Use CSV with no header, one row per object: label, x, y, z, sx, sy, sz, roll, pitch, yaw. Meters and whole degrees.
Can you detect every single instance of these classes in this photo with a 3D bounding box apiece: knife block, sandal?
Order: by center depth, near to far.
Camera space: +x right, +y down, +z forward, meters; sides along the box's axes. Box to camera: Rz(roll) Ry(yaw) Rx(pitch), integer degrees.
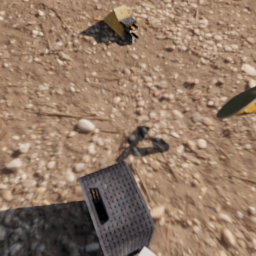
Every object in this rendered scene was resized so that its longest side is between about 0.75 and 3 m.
sandal,3.903,-0.827,8.297,2.594,0.853,0.951,-41,19,2
knife block,-0.251,-4.705,13.178,0.631,1.732,1.973,-29,16,-20

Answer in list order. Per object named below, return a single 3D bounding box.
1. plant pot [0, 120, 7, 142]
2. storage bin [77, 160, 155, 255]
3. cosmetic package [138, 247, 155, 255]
plant pot,-4.931,-0.124,9.653,1.134,1.123,1.134,0,56,-1
storage bin,-0.302,2.246,7.121,1.230,2.624,1.774,-20,58,-12
cosmetic package,0.323,3.730,7.046,0.656,1.068,1.064,33,62,21
